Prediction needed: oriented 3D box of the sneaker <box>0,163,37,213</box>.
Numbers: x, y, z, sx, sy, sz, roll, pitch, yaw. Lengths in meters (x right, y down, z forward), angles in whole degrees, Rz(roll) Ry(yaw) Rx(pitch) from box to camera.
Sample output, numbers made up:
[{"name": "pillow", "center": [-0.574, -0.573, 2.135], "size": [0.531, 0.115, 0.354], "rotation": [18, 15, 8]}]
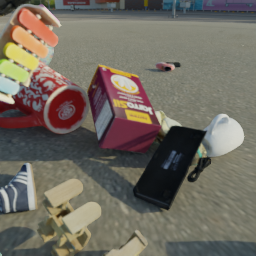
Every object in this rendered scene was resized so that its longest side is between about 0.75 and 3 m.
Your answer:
[{"name": "sneaker", "center": [-2.299, 1.194, 5.705], "size": [0.737, 0.476, 1.359], "rotation": [-8, 29, -20]}]

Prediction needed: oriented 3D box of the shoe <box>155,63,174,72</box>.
[{"name": "shoe", "center": [1.960, -3.330, 15.323], "size": [1.060, 0.379, 0.482], "rotation": [13, 25, 19]}]

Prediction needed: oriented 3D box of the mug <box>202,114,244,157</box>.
[{"name": "mug", "center": [2.289, 0.168, 7.113], "size": [0.993, 1.132, 0.836], "rotation": [-24, 38, -26]}]

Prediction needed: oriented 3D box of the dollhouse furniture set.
[{"name": "dollhouse furniture set", "center": [-0.573, 1.541, 4.191], "size": [0.932, 1.230, 1.403], "rotation": [-24, 61, -39]}]

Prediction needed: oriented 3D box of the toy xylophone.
[{"name": "toy xylophone", "center": [-2.203, -1.539, 5.961], "size": [0.541, 2.155, 1.578], "rotation": [32, 9, 14]}]

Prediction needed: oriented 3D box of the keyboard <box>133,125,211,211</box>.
[{"name": "keyboard", "center": [1.077, 0.785, 5.945], "size": [1.217, 0.260, 2.027], "rotation": [12, 54, 34]}]

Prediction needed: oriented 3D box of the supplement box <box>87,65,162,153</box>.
[{"name": "supplement box", "center": [-0.204, -0.553, 7.591], "size": [1.320, 1.025, 2.393], "rotation": [10, 38, -26]}]

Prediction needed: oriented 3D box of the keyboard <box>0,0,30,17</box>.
[{"name": "keyboard", "center": [-2.938, -3.155, 6.770], "size": [2.648, 0.340, 1.590], "rotation": [-38, 47, -8]}]

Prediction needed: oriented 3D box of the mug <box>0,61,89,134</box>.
[{"name": "mug", "center": [-2.806, -0.775, 8.937], "size": [2.810, 2.494, 1.875], "rotation": [29, -2, 39]}]

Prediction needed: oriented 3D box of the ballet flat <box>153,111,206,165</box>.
[{"name": "ballet flat", "center": [1.039, 0.063, 7.422], "size": [0.852, 0.946, 2.511], "rotation": [-36, 37, -14]}]

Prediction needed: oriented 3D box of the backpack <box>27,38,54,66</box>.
[{"name": "backpack", "center": [-3.242, -2.673, 10.308], "size": [0.846, 0.953, 0.717], "rotation": [15, 28, -41]}]

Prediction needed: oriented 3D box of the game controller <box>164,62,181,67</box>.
[{"name": "game controller", "center": [2.532, -3.666, 16.302], "size": [1.042, 0.220, 0.544], "rotation": [0, 40, 2]}]
